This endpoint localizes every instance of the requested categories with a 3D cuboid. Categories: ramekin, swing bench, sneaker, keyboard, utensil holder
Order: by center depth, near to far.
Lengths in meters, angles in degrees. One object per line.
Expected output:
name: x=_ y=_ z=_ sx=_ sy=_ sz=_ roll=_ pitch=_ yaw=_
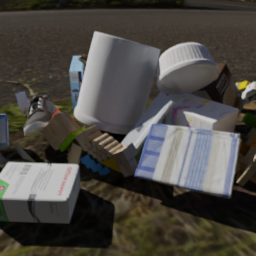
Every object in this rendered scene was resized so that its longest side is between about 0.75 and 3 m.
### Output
swing bench: x=-3.106 y=0.881 z=7.494 sx=0.965 sy=0.626 sz=0.960 roll=-24 pitch=35 yaw=-35
keyboard: x=0.391 y=0.060 z=7.743 sx=0.124 sy=2.333 sz=0.657 roll=33 pitch=7 yaw=-41
ramekin: x=1.577 y=-1.648 z=7.824 sx=1.709 sy=1.709 sz=0.796 roll=-7 pitch=71 yaw=-12
sneaker: x=-2.806 y=-0.481 z=8.640 sx=0.963 sy=1.024 sz=2.500 roll=-22 pitch=15 yaw=-1
utensil holder: x=-0.337 y=-1.448 z=9.016 sx=2.290 sy=2.695 sz=2.290 roll=15 pitch=15 yaw=-4

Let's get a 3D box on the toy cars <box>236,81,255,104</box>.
toy cars: x=4.184 y=-1.381 z=10.181 sx=0.499 sy=1.010 sz=2.252 roll=40 pitch=1 yaw=-11

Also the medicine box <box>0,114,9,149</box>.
medicine box: x=-4.085 y=0.158 z=7.670 sx=1.467 sy=0.829 sz=1.610 roll=-3 pitch=-6 yaw=-22

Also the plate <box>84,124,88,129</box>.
plate: x=-1.376 y=-0.423 z=9.412 sx=0.135 sy=0.831 sz=0.833 roll=3 pitch=29 yaw=-6

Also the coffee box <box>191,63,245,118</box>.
coffee box: x=2.946 y=-1.003 z=9.138 sx=0.789 sy=1.979 sz=1.132 roll=14 pitch=66 yaw=48

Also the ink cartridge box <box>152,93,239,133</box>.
ink cartridge box: x=1.736 y=-0.055 z=8.256 sx=2.292 sy=1.473 sz=1.435 roll=24 pitch=34 yaw=38

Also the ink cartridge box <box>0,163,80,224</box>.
ink cartridge box: x=-2.051 y=1.441 z=6.333 sx=1.739 sy=0.731 sz=1.269 roll=2 pitch=29 yaw=3

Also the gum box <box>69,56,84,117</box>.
gum box: x=-1.934 y=-1.677 z=10.967 sx=0.466 sy=1.776 sz=2.091 roll=-3 pitch=29 yaw=-5

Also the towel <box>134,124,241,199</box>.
towel: x=1.419 y=0.691 z=6.625 sx=2.232 sy=0.266 sz=1.639 roll=9 pitch=59 yaw=21

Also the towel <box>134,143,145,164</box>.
towel: x=0.905 y=0.725 z=7.679 sx=1.593 sy=0.181 sz=1.144 roll=26 pitch=74 yaw=38

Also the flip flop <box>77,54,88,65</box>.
flip flop: x=-1.607 y=-2.656 z=10.636 sx=0.394 sy=0.280 sz=0.972 roll=35 pitch=30 yaw=-2

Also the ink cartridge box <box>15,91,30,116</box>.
ink cartridge box: x=-3.749 y=-0.846 z=10.129 sx=0.356 sy=0.608 sz=1.048 roll=-19 pitch=-6 yaw=-16

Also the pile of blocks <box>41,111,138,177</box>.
pile of blocks: x=-0.936 y=0.514 z=7.588 sx=2.872 sy=1.179 sz=0.892 roll=28 pitch=25 yaw=17

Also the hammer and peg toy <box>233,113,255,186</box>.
hammer and peg toy: x=3.596 y=-0.096 z=6.964 sx=1.040 sy=2.950 sz=2.170 roll=29 pitch=36 yaw=8
